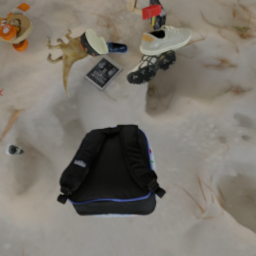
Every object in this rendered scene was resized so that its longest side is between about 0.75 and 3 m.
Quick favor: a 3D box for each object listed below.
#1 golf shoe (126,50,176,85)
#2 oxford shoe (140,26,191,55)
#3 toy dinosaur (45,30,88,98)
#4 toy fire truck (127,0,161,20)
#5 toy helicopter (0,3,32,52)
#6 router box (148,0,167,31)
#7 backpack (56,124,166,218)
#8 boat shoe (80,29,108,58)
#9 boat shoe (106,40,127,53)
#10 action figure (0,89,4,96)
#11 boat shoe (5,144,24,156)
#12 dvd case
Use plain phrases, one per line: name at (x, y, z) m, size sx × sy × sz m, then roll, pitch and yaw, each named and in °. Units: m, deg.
golf shoe at (0.823, -2.643, 11.645) m, size 2.336 × 0.908 × 1.104 m, roll -30°, pitch 59°, yaw -11°
oxford shoe at (1.639, -3.753, 11.417) m, size 2.934 × 0.847 × 1.103 m, roll -30°, pitch 47°, yaw -35°
toy dinosaur at (-1.987, -2.439, 9.206) m, size 1.409 × 0.811 × 2.787 m, roll 14°, pitch 64°, yaw 8°
toy fire truck at (0.150, -4.108, 8.722) m, size 0.464 × 1.342 × 1.904 m, roll -32°, pitch 35°, yaw -26°
toy helicopter at (-5.296, -4.609, 12.100) m, size 2.794 × 1.102 × 1.848 m, roll 23°, pitch 81°, yaw 20°
router box at (1.230, -4.753, 11.980) m, size 0.330 × 1.264 × 0.994 m, roll -24°, pitch 75°, yaw -7°
backpack at (-0.325, 1.198, 7.906) m, size 2.669 × 2.056 × 2.543 m, roll -2°, pitch 53°, yaw 5°
boat shoe at (-1.158, -2.616, 8.914) m, size 0.640 × 2.042 × 0.747 m, roll -16°, pitch 97°, yaw 9°
boat shoe at (-0.687, -3.541, 12.028) m, size 1.318 × 0.453 × 0.555 m, roll -2°, pitch 73°, yaw -1°
action figure at (-4.004, -0.823, 8.106) m, size 0.604 × 0.765 × 2.338 m, roll 11°, pitch 47°, yaw -35°
boat shoe at (-3.260, 0.663, 8.095) m, size 0.288 × 0.843 × 0.311 m, roll 5°, pitch 73°, yaw 1°
dvd case at (-1.037, -2.319, 11.802) m, size 1.041 × 0.171 × 1.386 m, roll 39°, pitch 76°, yaw 11°
